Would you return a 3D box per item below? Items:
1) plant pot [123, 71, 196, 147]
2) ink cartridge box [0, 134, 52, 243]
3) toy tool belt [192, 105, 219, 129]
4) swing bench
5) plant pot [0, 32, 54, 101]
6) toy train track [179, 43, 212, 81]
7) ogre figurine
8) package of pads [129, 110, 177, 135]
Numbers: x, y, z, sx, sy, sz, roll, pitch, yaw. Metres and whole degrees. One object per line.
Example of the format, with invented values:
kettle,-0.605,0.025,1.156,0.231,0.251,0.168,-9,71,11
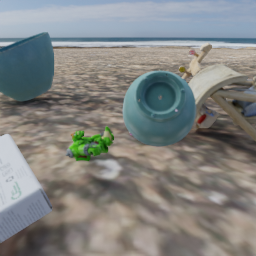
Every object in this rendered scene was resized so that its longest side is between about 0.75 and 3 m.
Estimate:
plant pot,0.483,-0.373,4.273,1.204,1.204,0.806,2,-13,4
ink cartridge box,-2.460,1.074,3.884,2.281,0.494,2.239,-30,30,-21
toy tool belt,1.892,-0.400,7.674,0.773,0.786,1.258,44,19,26
swing bench,2.609,-0.689,6.783,2.155,1.398,2.144,25,20,-3
plant pot,-4.077,-2.232,10.891,2.973,2.002,2.973,-17,26,9
toy train track,1.582,-1.585,8.626,0.409,2.512,1.441,33,26,-8
ogre figurine,-0.772,0.356,5.706,0.777,0.636,1.296,-11,29,11
package of pads,0.709,-0.232,7.424,1.355,0.816,0.513,-3,50,-11
